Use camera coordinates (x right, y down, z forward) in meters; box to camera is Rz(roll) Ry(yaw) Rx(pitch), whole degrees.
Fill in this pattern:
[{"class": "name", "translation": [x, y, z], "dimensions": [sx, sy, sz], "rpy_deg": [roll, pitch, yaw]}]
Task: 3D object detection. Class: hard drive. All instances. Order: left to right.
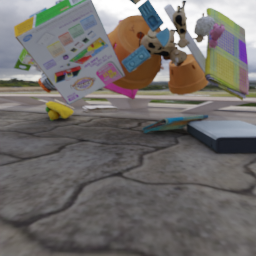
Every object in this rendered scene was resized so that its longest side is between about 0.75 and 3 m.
[{"class": "hard drive", "translation": [3.105, 0.198, 8.513], "dimensions": [1.969, 0.464, 2.821], "rpy_deg": [-1, 9, -3]}]

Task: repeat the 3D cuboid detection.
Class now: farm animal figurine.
[{"class": "farm animal figurine", "translation": [1.616, -2.653, 8.623], "dimensions": [1.839, 1.145, 2.278], "rpy_deg": [31, -32, -30]}]

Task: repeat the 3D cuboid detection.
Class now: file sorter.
[{"class": "file sorter", "translation": [-0.113, -3.071, 12.511], "dimensions": [1.904, 2.740, 1.718], "rpy_deg": [22, -10, 7]}]

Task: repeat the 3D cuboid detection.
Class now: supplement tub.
[{"class": "supplement tub", "translation": [-2.712, -2.003, 10.726], "dimensions": [1.380, 0.846, 0.846], "rpy_deg": [-34, 4, 11]}]

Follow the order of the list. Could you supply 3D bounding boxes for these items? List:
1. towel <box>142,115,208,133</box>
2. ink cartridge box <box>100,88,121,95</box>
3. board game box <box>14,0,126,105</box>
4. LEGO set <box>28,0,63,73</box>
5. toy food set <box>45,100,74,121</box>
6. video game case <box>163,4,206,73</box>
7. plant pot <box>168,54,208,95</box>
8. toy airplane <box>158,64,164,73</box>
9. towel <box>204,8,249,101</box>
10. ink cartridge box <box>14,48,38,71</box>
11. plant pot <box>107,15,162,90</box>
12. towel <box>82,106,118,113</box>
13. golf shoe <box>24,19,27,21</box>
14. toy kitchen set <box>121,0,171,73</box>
[{"class": "towel", "translation": [1.677, -0.140, 9.954], "dimensions": [1.983, 0.215, 1.454], "rpy_deg": [-5, -11, -33]}, {"class": "ink cartridge box", "translation": [-0.693, -3.133, 13.930], "dimensions": [2.132, 2.649, 0.663], "rpy_deg": [15, -6, -5]}, {"class": "board game box", "translation": [-1.613, -2.271, 8.602], "dimensions": [2.278, 2.977, 0.600], "rpy_deg": [-26, 52, 1]}, {"class": "LEGO set", "translation": [-2.744, -3.291, 9.978], "dimensions": [2.692, 2.011, 0.661], "rpy_deg": [-16, -13, 21]}, {"class": "toy food set", "translation": [-3.407, -0.723, 13.724], "dimensions": [1.302, 0.723, 2.213], "rpy_deg": [23, 10, -6]}, {"class": "video game case", "translation": [2.220, -3.266, 10.387], "dimensions": [0.344, 2.903, 2.642], "rpy_deg": [-33, 17, 18]}, {"class": "plant pot", "translation": [2.690, -2.579, 13.060], "dimensions": [1.886, 1.320, 1.886], "rpy_deg": [-16, 31, 10]}, {"class": "toy airplane", "translation": [1.169, -3.139, 13.906], "dimensions": [1.146, 0.812, 1.151], "rpy_deg": [33, -2, -12]}, {"class": "towel", "translation": [3.335, -2.525, 9.518], "dimensions": [2.069, 2.881, 0.328], "rpy_deg": [17, -22, -29]}, {"class": "ink cartridge box", "translation": [-3.416, -2.233, 9.558], "dimensions": [0.621, 0.840, 0.318], "rpy_deg": [2, 43, -54]}, {"class": "plant pot", "translation": [0.241, -2.933, 10.488], "dimensions": [2.537, 2.537, 1.776], "rpy_deg": [-3, -15, -15]}, {"class": "towel", "translation": [-1.725, -1.175, 17.062], "dimensions": [1.985, 0.342, 1.316], "rpy_deg": [-3, 11, -18]}, {"class": "golf shoe", "translation": [-4.135, -4.714, 12.964], "dimensions": [1.412, 0.549, 0.667], "rpy_deg": [-12, 35, -38]}, {"class": "toy kitchen set", "translation": [0.082, -2.930, 8.110], "dimensions": [1.662, 2.074, 1.222], "rpy_deg": [-35, 4, 18]}]
